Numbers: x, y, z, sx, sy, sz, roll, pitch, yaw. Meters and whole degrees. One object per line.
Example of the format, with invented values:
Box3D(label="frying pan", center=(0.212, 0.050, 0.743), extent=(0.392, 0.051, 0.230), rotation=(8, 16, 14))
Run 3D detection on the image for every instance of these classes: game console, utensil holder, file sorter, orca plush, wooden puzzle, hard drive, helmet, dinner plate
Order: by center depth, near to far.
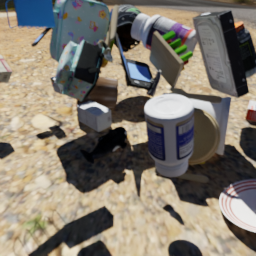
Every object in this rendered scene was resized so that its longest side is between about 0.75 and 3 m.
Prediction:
Box3D(label="dinner plate", center=(3.394, 1.990, 7.101), extent=(2.056, 0.249, 2.056), rotation=(-11, 22, 4))
Box3D(label="file sorter", center=(-2.756, -3.203, 7.886), extent=(0.680, 0.770, 1.109), rotation=(7, 18, 45))
Box3D(label="hard drive", center=(3.003, -2.414, 9.243), extent=(0.506, 2.676, 1.870), rotation=(-25, 23, -3))
Box3D(label="utensil holder", center=(2.223, -0.213, 9.592), extent=(2.261, 1.922, 1.922), rotation=(9, 31, 20))
Box3D(label="orca plush", center=(-0.758, 0.349, 9.725), extent=(2.110, 0.750, 1.110), rotation=(-24, 37, -35))
Box3D(label="game console", center=(0.257, -2.320, 9.847), extent=(1.636, 1.083, 1.860), rotation=(9, 40, -17))
Box3D(label="wooden puzzle", center=(-0.665, -3.503, 10.782), extent=(0.322, 2.753, 1.857), rotation=(10, -15, -13))
Box3D(label="game console", center=(-3.463, -3.918, 11.591), extent=(0.904, 0.185, 1.533), rotation=(-10, 45, 50))
Box3D(label="helmet", center=(-0.107, -4.879, 13.483), extent=(2.070, 1.974, 2.070), rotation=(-37, 23, 19))

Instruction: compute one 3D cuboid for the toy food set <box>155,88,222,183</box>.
Box3D(label="toy food set", center=(1.866, 0.227, 8.607), extent=(1.856, 2.688, 0.540), rotation=(11, 0, 17))

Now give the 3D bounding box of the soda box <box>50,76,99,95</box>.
Box3D(label="soda box", center=(-1.452, -1.373, 7.728), extent=(1.288, 0.410, 0.439), rotation=(-31, 37, -29))

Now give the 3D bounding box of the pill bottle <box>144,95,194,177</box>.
Box3D(label="pill bottle", center=(0.927, 0.223, 6.190), extent=(1.017, 1.700, 1.017), rotation=(-5, 35, 4))

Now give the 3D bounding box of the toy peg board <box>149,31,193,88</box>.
Box3D(label="toy peg board", center=(1.436, -2.318, 9.249), extent=(0.699, 1.423, 1.429), rotation=(-31, 72, -13))

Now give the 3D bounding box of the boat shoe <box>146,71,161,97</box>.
Box3D(label="boat shoe", center=(0.720, -1.264, 7.961), extent=(0.250, 0.798, 0.290), rotation=(13, 24, -10))

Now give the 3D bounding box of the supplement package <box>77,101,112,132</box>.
Box3D(label="supplement package", center=(-1.354, -0.492, 11.197), extent=(0.711, 0.739, 1.299), rotation=(-27, 40, -36))

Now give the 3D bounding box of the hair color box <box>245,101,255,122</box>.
Box3D(label="hair color box", center=(5.836, -0.585, 11.562), extent=(1.732, 0.554, 0.960), rotation=(14, 32, 21))

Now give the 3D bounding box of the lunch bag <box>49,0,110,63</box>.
Box3D(label="lunch bag", center=(-1.848, -3.543, 10.354), extent=(2.028, 2.529, 0.975), rotation=(-2, 27, -32))

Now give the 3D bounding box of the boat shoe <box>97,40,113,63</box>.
Box3D(label="boat shoe", center=(-0.739, -2.553, 9.337), extent=(0.290, 0.777, 0.266), rotation=(-44, 12, -37))

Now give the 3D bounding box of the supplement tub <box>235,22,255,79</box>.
Box3D(label="supplement tub", center=(4.239, -2.942, 10.823), extent=(1.207, 1.970, 1.207), rotation=(-23, 20, 9))

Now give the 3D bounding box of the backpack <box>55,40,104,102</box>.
Box3D(label="backpack", center=(-1.199, -1.310, 6.699), extent=(0.994, 1.297, 1.140), rotation=(13, 61, -14))

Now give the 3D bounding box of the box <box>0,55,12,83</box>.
Box3D(label="box", center=(-4.813, -2.189, 10.418), extent=(0.502, 0.590, 0.922), rotation=(-17, 64, -50))

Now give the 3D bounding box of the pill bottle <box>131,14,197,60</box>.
Box3D(label="pill bottle", center=(1.343, -3.435, 10.623), extent=(2.359, 1.314, 1.314), rotation=(29, 38, 16))

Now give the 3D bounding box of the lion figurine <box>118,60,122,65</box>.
Box3D(label="lion figurine", center=(-0.401, -4.231, 18.239), extent=(0.495, 0.293, 0.809), rotation=(8, 44, 0))

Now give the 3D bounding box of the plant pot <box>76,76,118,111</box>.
Box3D(label="plant pot", center=(-1.349, -1.553, 12.270), extent=(1.721, 1.738, 1.738), rotation=(4, 29, -8))
